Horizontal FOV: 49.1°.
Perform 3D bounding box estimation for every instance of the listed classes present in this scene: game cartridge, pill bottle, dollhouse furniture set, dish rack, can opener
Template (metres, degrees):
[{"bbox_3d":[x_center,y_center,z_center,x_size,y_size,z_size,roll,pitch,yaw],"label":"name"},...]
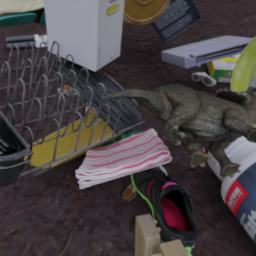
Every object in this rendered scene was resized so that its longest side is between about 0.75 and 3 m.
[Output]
[{"bbox_3d":[2.313,-2.225,8.131,2.358,0.453,1.529,-17,21,-13],"label":"game cartridge"},{"bbox_3d":[2.903,1.365,5.414,1.787,1.787,2.989,-14,42,-15],"label":"pill bottle"},{"bbox_3d":[0.951,2.439,4.628,1.284,1.498,1.575,-7,27,-15],"label":"dollhouse furniture set"},{"bbox_3d":[-1.058,-0.478,3.838,2.743,0.748,2.104,-22,59,-44],"label":"dish rack"},{"bbox_3d":[-4.273,-3.775,12.358,2.052,0.540,0.682,-9,7,-12],"label":"can opener"}]

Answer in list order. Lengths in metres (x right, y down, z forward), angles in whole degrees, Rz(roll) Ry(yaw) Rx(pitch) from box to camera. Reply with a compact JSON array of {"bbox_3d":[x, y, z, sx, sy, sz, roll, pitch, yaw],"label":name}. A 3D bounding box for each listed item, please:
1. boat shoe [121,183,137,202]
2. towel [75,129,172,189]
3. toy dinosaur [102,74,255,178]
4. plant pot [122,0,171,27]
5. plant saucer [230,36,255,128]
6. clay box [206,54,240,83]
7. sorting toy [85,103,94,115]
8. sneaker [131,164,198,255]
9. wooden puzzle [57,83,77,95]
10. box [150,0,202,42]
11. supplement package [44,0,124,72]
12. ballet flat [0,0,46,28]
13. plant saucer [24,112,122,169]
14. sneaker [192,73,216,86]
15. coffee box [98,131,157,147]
[{"bbox_3d":[0.126,1.383,6.528,0.287,0.280,0.759,27,48,28],"label":"boat shoe"},{"bbox_3d":[-0.104,0.424,5.046,1.495,0.306,2.042,-17,10,1],"label":"towel"},{"bbox_3d":[0.966,-0.144,3.971,2.723,1.048,1.393,2,35,-8],"label":"toy dinosaur"},{"bbox_3d":[0.348,-3.179,6.494,1.724,1.724,0.237,-14,41,-16],"label":"plant pot"},{"bbox_3d":[3.333,-1.043,5.720,0.391,2.518,2.518,14,30,-37],"label":"plant saucer"},{"bbox_3d":[3.824,-2.655,10.896,1.447,0.599,2.518,4,41,4],"label":"clay box"},{"bbox_3d":[-0.680,-0.468,8.126,1.054,0.370,2.187,18,26,-16],"label":"sorting toy"},{"bbox_3d":[0.803,1.347,5.815,1.008,1.100,2.627,1,43,-24],"label":"sneaker"},{"bbox_3d":[-1.917,-1.363,9.823,1.128,0.079,0.669,-1,41,-2],"label":"wooden puzzle"},{"bbox_3d":[0.906,-4.760,9.132,1.558,2.987,2.210,-29,48,22],"label":"box"},{"bbox_3d":[-0.674,-1.725,4.308,1.013,1.300,0.721,27,46,20],"label":"supplement package"},{"bbox_3d":[-2.690,-3.483,8.136,2.743,0.953,0.953,-19,42,-43],"label":"ballet flat"},{"bbox_3d":[-0.946,0.217,6.409,2.431,0.589,2.430,-27,-1,6],"label":"plant saucer"},{"bbox_3d":[2.806,-1.821,10.151,0.928,0.362,0.461,32,47,30],"label":"sneaker"},{"bbox_3d":[0.003,0.504,7.477,1.590,0.350,0.978,2,41,2],"label":"coffee box"}]
